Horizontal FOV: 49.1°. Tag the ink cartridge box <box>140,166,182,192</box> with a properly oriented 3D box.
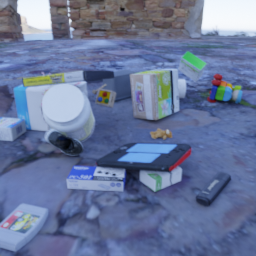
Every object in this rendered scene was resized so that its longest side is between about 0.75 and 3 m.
[{"bbox_3d":[0.942,1.353,8.054,0.996,0.420,0.727,-13,26,-31],"label":"ink cartridge box"}]

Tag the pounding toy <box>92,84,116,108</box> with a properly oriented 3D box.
[{"bbox_3d":[-1.132,-1.467,12.116,1.090,0.958,0.499,14,0,19],"label":"pounding toy"}]

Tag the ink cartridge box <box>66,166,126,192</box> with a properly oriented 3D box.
[{"bbox_3d":[-0.879,1.435,7.966,1.566,0.346,0.736,2,22,4],"label":"ink cartridge box"}]

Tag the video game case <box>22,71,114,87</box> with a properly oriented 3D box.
[{"bbox_3d":[-1.989,-1.745,9.910,2.295,0.324,2.539,-3,10,18],"label":"video game case"}]

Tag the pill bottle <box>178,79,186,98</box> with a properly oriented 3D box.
[{"bbox_3d":[1.807,-2.123,15.123,2.444,1.360,1.360,0,23,2],"label":"pill bottle"}]

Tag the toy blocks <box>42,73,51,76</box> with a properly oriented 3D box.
[{"bbox_3d":[-4.635,-2.745,16.899,1.235,1.112,1.321,4,23,8],"label":"toy blocks"}]

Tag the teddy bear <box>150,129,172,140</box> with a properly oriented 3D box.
[{"bbox_3d":[1.285,0.232,10.905,0.874,0.292,0.634,3,25,7],"label":"teddy bear"}]

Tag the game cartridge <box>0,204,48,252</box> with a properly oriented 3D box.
[{"bbox_3d":[-2.400,2.198,6.328,0.830,0.255,1.246,10,25,14],"label":"game cartridge"}]

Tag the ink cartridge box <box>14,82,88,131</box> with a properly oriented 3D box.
[{"bbox_3d":[-3.121,-0.972,11.794,2.435,1.778,1.786,5,23,11],"label":"ink cartridge box"}]

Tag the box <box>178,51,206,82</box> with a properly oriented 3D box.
[{"bbox_3d":[2.935,-2.805,12.913,1.071,0.945,0.518,39,73,17],"label":"box"}]

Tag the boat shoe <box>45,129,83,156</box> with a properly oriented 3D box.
[{"bbox_3d":[-1.939,0.560,8.946,0.487,0.590,1.719,26,-7,35],"label":"boat shoe"}]

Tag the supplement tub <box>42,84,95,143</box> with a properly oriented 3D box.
[{"bbox_3d":[-1.972,-0.429,9.449,1.521,1.521,2.098,0,-19,0],"label":"supplement tub"}]

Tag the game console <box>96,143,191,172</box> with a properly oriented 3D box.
[{"bbox_3d":[0.541,0.827,8.477,2.395,0.372,2.118,-1,8,29],"label":"game console"}]

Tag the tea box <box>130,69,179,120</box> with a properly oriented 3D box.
[{"bbox_3d":[1.244,-1.569,12.771,1.337,2.002,1.969,10,23,42],"label":"tea box"}]

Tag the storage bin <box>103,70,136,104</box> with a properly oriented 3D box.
[{"bbox_3d":[-0.517,-2.405,15.660,2.183,1.466,1.589,-19,29,-39],"label":"storage bin"}]

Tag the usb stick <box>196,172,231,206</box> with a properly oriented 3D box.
[{"bbox_3d":[2.345,1.629,7.621,0.439,0.258,1.584,18,29,35],"label":"usb stick"}]

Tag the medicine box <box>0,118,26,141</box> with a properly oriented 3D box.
[{"bbox_3d":[-4.775,0.039,11.004,1.086,0.559,0.989,4,23,10],"label":"medicine box"}]

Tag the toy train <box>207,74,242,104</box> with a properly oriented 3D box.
[{"bbox_3d":[5.455,-2.239,15.513,1.658,1.213,2.865,16,31,15],"label":"toy train"}]
